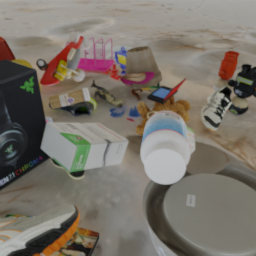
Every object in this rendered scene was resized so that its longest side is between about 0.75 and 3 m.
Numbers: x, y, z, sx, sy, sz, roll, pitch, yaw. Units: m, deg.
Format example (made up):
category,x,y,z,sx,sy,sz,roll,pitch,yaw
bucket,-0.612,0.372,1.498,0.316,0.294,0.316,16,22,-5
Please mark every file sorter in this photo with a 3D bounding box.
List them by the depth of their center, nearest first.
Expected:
category,x,y,z,sx,sy,sz,roll,pitch,yaw
file sorter,-1.885,-3.730,13.847,2.070,1.298,1.438,6,29,10

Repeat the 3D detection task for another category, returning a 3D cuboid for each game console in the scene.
category,x,y,z,sx,sy,sz,roll,pitch,yaw
game console,1.265,-1.302,9.256,0.932,0.642,1.081,21,40,28

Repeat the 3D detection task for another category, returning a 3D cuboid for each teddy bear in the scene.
category,x,y,z,sx,sy,sz,roll,pitch,yaw
teddy bear,1.176,-0.505,9.171,2.362,0.788,1.712,-25,54,-35

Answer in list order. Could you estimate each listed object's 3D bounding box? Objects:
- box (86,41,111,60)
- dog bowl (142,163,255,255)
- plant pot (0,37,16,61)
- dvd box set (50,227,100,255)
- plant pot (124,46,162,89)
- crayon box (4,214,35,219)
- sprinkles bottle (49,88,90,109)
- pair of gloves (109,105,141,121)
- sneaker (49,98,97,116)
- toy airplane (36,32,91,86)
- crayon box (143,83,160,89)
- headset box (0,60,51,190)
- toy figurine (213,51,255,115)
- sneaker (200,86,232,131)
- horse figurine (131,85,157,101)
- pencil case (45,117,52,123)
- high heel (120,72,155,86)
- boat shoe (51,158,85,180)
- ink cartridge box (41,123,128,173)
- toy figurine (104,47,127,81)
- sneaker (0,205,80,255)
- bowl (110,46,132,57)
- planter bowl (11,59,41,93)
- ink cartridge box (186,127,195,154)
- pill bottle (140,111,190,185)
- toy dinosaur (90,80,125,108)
category,x,y,z,sx,sy,sz,roll,pitch,yaw
box,-1.593,-4.194,15.212,1.078,0.708,1.084,13,35,19
dog bowl,1.743,1.830,5.627,2.929,0.859,2.929,-1,30,0
plant pot,-5.589,-2.291,10.762,2.634,2.323,2.636,-21,38,-30
dvd box set,-1.271,2.321,5.552,1.199,0.176,0.877,10,34,15
plant pot,0.524,-2.485,11.259,1.582,1.373,1.582,-8,26,4
crayon box,-2.324,2.227,5.615,0.635,0.261,1.011,4,34,2
sprinkles bottle,-1.993,-1.011,9.584,1.335,0.455,0.455,-14,34,-6
pair of gloves,-0.061,-0.585,10.123,1.209,0.138,0.972,14,35,20
sneaker,-2.014,-0.774,9.996,1.718,0.635,0.695,1,35,5
toy airplane,-2.402,-2.768,11.737,2.441,1.730,2.451,-34,14,37
crayon box,0.768,-1.935,12.066,1.088,0.276,0.691,-4,33,-2
headset box,-3.373,-0.062,6.795,1.320,2.845,2.477,22,38,30
toy figurine,4.698,-1.642,10.440,2.519,1.780,2.559,2,31,-8
sneaker,2.979,-0.730,9.300,0.728,0.844,1.926,36,46,-10
horse figurine,0.567,-1.719,11.360,1.027,0.387,1.550,16,50,32
pencil case,-2.995,-0.263,9.339,1.012,0.421,0.459,21,68,28
high heel,0.333,-1.887,10.421,1.267,0.609,0.427,-19,63,24
boat shoe,-1.632,0.901,7.506,0.487,0.417,1.330,-19,32,-40
ink cartridge box,-1.102,0.440,7.366,1.335,0.769,1.829,29,19,37
toy figurine,-0.190,-2.952,12.669,1.170,1.328,2.217,-27,39,-33
sneaker,-2.279,1.898,4.987,2.793,1.057,1.285,-22,54,-21
bowl,-0.333,-3.966,15.012,1.203,0.540,1.203,0,33,0
planter bowl,-3.628,-1.274,9.665,0.828,1.989,1.989,26,40,16
ink cartridge box,1.616,0.435,8.081,0.324,0.563,0.961,31,31,-12
pill bottle,0.821,0.394,6.231,1.049,1.049,1.930,4,22,7
toy dinosaur,-0.971,-1.307,10.596,0.922,0.496,2.091,29,7,-47
